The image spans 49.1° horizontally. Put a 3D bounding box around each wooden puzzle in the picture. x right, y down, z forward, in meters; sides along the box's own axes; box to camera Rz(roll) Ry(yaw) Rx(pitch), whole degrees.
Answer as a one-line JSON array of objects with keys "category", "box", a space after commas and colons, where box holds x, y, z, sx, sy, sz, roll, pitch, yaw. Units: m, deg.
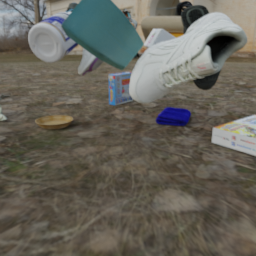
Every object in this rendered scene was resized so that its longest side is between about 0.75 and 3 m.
[{"category": "wooden puzzle", "box": [1.981, -2.999, 10.944, 2.665, 2.881, 0.536, 10, 62, 23]}]

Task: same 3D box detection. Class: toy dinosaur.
[{"category": "toy dinosaur", "box": [-0.139, -3.875, 11.425, 1.417, 1.883, 2.774, 8, 27, 9]}]

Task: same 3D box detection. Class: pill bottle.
[{"category": "pill bottle", "box": [-2.377, -3.317, 9.908, 1.313, 1.313, 2.193, 5, 37, 17]}]

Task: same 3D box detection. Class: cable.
[{"category": "cable", "box": [2.463, -4.112, 10.729, 0.410, 1.316, 1.614, -32, 66, -9]}]

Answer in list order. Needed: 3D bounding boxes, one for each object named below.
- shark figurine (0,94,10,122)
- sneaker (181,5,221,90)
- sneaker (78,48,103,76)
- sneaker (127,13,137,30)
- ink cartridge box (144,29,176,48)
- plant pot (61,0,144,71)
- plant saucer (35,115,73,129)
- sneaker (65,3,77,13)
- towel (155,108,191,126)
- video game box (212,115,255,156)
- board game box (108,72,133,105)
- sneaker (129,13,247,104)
[{"category": "shark figurine", "box": [-5.378, -0.729, 11.908, 0.860, 1.440, 0.601, -24, -31, 17]}, {"category": "sneaker", "box": [2.313, -2.407, 8.794, 1.062, 2.798, 1.270, -6, -19, 12]}, {"category": "sneaker", "box": [-1.249, -2.995, 10.019, 1.165, 2.339, 0.876, 34, 11, 8]}, {"category": "sneaker", "box": [-0.045, -5.047, 13.365, 0.786, 0.874, 2.024, 48, 39, 8]}, {"category": "ink cartridge box", "box": [1.110, -2.316, 8.053, 1.041, 0.610, 1.441, 28, 16, -14]}, {"category": "plant pot", "box": [-0.519, -2.205, 6.702, 1.660, 1.173, 1.172, 40, 2, -9]}, {"category": "plant saucer", "box": [-2.857, -0.202, 10.867, 1.419, 0.251, 1.419, 0, 17, 0]}, {"category": "sneaker", "box": [-2.108, -4.645, 13.734, 1.054, 1.180, 2.880, 16, -18, 45]}, {"category": "towel", "box": [1.894, -0.510, 11.573, 1.264, 0.424, 1.711, 4, 18, 17]}, {"category": "video game box", "box": [4.414, 0.260, 8.796, 2.634, 0.617, 2.400, -13, 19, -37]}, {"category": "board game box", "box": [-0.359, -2.096, 14.822, 0.441, 1.545, 1.578, 12, 20, 36]}, {"category": "sneaker", "box": [1.260, -1.463, 6.198, 2.886, 1.124, 1.434, -37, 28, 9]}]
